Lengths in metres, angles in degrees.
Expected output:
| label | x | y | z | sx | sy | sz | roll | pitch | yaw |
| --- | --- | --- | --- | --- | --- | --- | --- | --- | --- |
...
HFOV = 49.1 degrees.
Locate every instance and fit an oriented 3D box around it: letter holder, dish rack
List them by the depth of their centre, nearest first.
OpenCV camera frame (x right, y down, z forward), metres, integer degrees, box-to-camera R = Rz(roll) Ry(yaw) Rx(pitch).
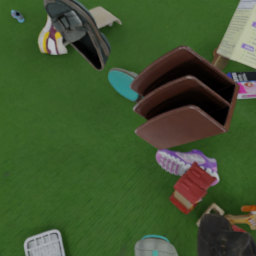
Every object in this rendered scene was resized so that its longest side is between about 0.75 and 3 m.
| label | x | y | z | sx | sy | sz | roll | pitch | yaw |
| --- | --- | --- | --- | --- | --- | --- | --- | --- | --- |
| letter holder | 0.951 | -0.563 | 6.453 | 1.703 | 2.397 | 1.205 | 32 | 64 | -17 |
| dish rack | -2.160 | 3.375 | 7.377 | 0.974 | 0.247 | 1.135 | -16 | 63 | -9 |

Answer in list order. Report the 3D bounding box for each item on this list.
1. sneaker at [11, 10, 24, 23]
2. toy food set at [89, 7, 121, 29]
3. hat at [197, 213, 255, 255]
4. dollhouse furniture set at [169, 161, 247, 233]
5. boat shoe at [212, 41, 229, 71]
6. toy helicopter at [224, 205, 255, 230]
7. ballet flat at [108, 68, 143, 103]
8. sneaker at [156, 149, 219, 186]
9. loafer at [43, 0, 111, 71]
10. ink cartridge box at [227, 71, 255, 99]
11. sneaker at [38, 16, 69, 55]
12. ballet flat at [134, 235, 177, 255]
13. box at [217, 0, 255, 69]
| label | x | y | z | sx | sy | sz | roll | pitch | yaw |
| --- | --- | --- | --- | --- | --- | --- | --- | --- | --- |
| sneaker | -4.632 | -4.759 | 11.700 | 0.772 | 0.369 | 0.306 | 40 | 69 | 19 |
| toy food set | -1.417 | -4.153 | 11.346 | 1.895 | 0.572 | 1.360 | -30 | 54 | -17 |
| hat | 1.680 | 2.007 | 4.398 | 1.486 | 0.600 | 1.486 | 26 | 48 | -32 |
| dollhouse furniture set | 2.295 | 2.183 | 7.439 | 2.369 | 1.275 | 0.963 | 40 | 69 | 20 |
| boat shoe | 3.485 | -2.719 | 10.562 | 0.536 | 0.572 | 1.588 | 14 | 66 | 45 |
| toy helicopter | 3.278 | 2.435 | 7.604 | 1.342 | 0.887 | 0.529 | -8 | 31 | 15 |
| ballet flat | 0.582 | -1.248 | 9.650 | 2.789 | 0.940 | 0.888 | 34 | 39 | 16 |
| sneaker | 1.810 | 1.008 | 8.425 | 1.933 | 0.778 | 0.855 | 20 | 56 | 7 |
| loafer | -1.127 | -2.224 | 6.743 | 0.835 | 2.325 | 0.731 | -6 | 68 | 27 |
| ink cartridge box | 4.219 | -1.530 | 9.984 | 2.061 | 0.382 | 0.976 | -5 | 62 | 0 |
| sneaker | -2.579 | -3.950 | 10.980 | 1.167 | 0.971 | 2.590 | 9 | 71 | 5 |
| ballet flat | 0.461 | 2.526 | 4.572 | 0.787 | 2.336 | 0.744 | -2 | 48 | 10 |
| box | 3.365 | -2.307 | 6.467 | 1.734 | 1.971 | 0.953 | 17 | 22 | -9 |
